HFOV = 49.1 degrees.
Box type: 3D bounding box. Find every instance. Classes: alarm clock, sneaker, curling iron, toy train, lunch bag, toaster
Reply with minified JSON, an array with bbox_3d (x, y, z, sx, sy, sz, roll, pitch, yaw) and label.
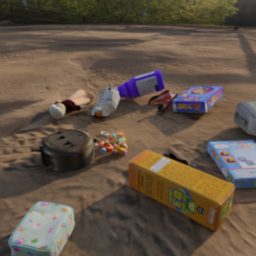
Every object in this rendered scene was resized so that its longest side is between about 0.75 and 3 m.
[{"bbox_3d":[-1.839,0.613,9.604,2.609,0.868,1.760,-14,30,-33],"label":"alarm clock"},{"bbox_3d":[1.621,-1.398,14.054,1.261,0.547,0.465,-25,23,3],"label":"sneaker"},{"bbox_3d":[1.131,1.028,8.763,1.745,0.764,0.661,18,32,32],"label":"sneaker"},{"bbox_3d":[1.975,-1.235,13.436,0.263,0.510,2.059,4,28,37],"label":"curling iron"},{"bbox_3d":[-0.549,0.447,9.927,1.159,0.429,1.543,20,23,-10],"label":"toy train"},{"bbox_3d":[-1.936,2.334,6.379,1.144,0.550,1.426,4,26,13],"label":"lunch bag"},{"bbox_3d":[5.349,-0.353,11.217,1.957,1.112,1.264,1,30,-8],"label":"toaster"},{"bbox_3d":[-1.191,-1.278,13.126,0.845,1.027,2.232,3,27,9],"label":"sneaker"}]

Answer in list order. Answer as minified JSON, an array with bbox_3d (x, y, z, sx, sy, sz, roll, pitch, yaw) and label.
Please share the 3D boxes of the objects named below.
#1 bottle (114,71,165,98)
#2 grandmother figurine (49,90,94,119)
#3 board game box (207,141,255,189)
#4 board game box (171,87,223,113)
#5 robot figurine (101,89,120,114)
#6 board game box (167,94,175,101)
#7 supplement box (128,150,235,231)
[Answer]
[{"bbox_3d":[0.564,-2.125,14.451,2.543,1.062,0.830,-16,30,9],"label":"bottle"},{"bbox_3d":[-2.759,-1.119,13.140,1.609,0.803,2.653,2,23,24],"label":"grandmother figurine"},{"bbox_3d":[3.717,1.097,9.028,1.641,0.397,2.170,-2,28,-5],"label":"board game box"},{"bbox_3d":[3.369,-1.400,13.470,1.622,0.540,2.412,5,26,37],"label":"board game box"},{"bbox_3d":[-0.769,-1.119,12.020,0.665,0.998,1.177,19,52,-1],"label":"robot figurine"},{"bbox_3d":[2.200,-1.597,14.720,0.633,0.174,1.003,-24,35,-38],"label":"board game box"},{"bbox_3d":[1.319,1.557,7.521,2.759,0.918,0.949,18,33,34],"label":"supplement box"}]
